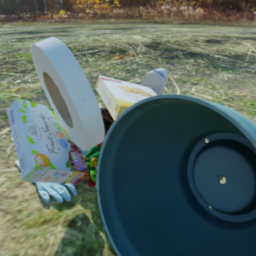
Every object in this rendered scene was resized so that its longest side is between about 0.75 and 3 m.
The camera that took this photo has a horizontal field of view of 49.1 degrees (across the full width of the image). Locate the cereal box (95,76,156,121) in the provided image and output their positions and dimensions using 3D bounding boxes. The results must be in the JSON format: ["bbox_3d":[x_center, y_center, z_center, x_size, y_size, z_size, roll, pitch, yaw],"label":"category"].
[{"bbox_3d":[0.223,-0.699,7.809,1.841,0.506,2.559,11,23,-24],"label":"cereal box"}]

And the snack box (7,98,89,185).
[{"bbox_3d":[-2.271,0.378,7.856,1.736,0.647,2.441,15,37,-47],"label":"snack box"}]

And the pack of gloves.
[{"bbox_3d":[-1.972,1.128,8.971,2.458,0.577,2.925,-19,32,-34],"label":"pack of gloves"}]

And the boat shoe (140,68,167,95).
[{"bbox_3d":[0.595,-1.033,10.737,1.055,2.931,0.963,33,37,10],"label":"boat shoe"}]

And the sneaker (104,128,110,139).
[{"bbox_3d":[-1.399,-0.011,9.982,2.663,0.998,1.200,2,-3,-16],"label":"sneaker"}]

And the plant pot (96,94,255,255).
[{"bbox_3d":[1.161,0.939,4.403,2.893,2.893,1.938,24,20,39],"label":"plant pot"}]

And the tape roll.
[{"bbox_3d":[-1.540,-0.780,7.052,0.535,2.928,2.928,-28,36,-20],"label":"tape roll"}]

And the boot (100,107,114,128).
[{"bbox_3d":[-0.608,-0.576,8.991,0.893,1.158,2.389,-13,-27,41],"label":"boot"}]

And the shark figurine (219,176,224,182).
[{"bbox_3d":[2.635,0.977,5.995,1.042,1.492,2.497,12,19,-48],"label":"shark figurine"}]

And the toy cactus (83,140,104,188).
[{"bbox_3d":[-1.084,1.065,8.727,1.972,1.222,2.390,-14,32,11],"label":"toy cactus"}]
